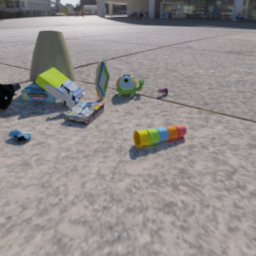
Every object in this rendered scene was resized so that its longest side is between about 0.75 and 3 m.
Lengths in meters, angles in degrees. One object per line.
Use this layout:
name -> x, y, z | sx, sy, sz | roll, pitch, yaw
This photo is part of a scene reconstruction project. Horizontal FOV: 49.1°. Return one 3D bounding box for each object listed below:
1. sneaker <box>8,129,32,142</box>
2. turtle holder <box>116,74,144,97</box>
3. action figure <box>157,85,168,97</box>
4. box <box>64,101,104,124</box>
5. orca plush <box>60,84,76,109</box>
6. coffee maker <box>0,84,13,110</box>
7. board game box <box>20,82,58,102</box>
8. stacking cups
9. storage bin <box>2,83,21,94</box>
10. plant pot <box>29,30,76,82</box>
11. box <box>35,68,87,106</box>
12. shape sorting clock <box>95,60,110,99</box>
sneaker -> -4.265, 0.322, 10.904 | 0.936, 0.367, 0.421 | 6, 30, 13
turtle holder -> 0.052, -2.391, 15.658 | 1.514, 1.075, 1.151 | 11, 28, 22
action figure -> 1.931, -2.062, 15.618 | 0.790, 0.588, 0.529 | -4, 29, -41
box -> -2.007, -0.748, 13.090 | 1.208, 0.352, 1.765 | 10, 28, 18
orca plush -> -2.869, -1.515, 13.732 | 1.363, 0.717, 0.484 | 50, 26, 12
coffee maker -> -6.848, -1.820, 13.532 | 1.995, 1.917, 1.344 | 14, 55, 39
board game box -> -4.546, -2.216, 15.849 | 1.920, 0.597, 2.543 | 4, 26, 8
stacking cups -> 1.288, 0.297, 10.787 | 2.141, 0.648, 0.648 | -6, 26, -23
storage bin -> -6.595, -2.340, 15.883 | 0.917, 0.667, 0.616 | 2, 26, 29
plant pot -> -4.481, -4.112, 16.381 | 2.679, 2.861, 2.679 | -1, 9, 0
box -> -3.436, -2.090, 14.583 | 2.299, 0.548, 1.402 | 36, 36, -1
shape sorting clock -> -1.422, -2.573, 14.887 | 0.404, 2.059, 2.059 | 9, 27, 12
